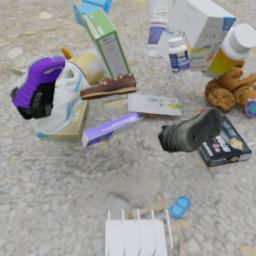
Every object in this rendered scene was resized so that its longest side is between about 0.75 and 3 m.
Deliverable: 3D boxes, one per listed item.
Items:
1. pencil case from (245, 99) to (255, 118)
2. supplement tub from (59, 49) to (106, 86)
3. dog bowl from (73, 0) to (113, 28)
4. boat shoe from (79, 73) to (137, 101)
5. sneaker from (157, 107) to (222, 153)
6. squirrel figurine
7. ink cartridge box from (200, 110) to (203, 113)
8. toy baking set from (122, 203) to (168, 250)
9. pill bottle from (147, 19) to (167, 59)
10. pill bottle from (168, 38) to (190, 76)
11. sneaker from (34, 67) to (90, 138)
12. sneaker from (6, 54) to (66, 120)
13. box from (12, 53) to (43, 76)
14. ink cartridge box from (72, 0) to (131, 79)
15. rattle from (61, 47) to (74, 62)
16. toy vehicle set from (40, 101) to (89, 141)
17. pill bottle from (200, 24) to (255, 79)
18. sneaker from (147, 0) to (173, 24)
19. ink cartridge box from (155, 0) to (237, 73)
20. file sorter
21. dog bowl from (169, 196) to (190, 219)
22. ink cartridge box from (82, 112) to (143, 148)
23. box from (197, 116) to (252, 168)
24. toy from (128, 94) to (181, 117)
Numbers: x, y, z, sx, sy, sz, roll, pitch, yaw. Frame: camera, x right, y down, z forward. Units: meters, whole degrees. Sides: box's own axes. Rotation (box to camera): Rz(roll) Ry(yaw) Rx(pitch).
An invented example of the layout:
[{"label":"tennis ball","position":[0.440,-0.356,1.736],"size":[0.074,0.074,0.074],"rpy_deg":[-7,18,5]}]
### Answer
[{"label":"pencil case","position":[2.898,-0.444,6.055],"size":[0.885,0.377,0.409],"rpy_deg":[-12,61,-39]},{"label":"supplement tub","position":[-2.020,-2.708,13.151],"size":[1.525,1.525,2.097],"rpy_deg":[24,48,24]},{"label":"dog bowl","position":[-1.447,-4.892,11.558],"size":[1.300,0.578,2.333],"rpy_deg":[16,48,0]},{"label":"boat shoe","position":[-0.643,-1.285,8.773],"size":[1.821,0.641,0.640],"rpy_deg":[-11,86,-11]},{"label":"sneaker","position":[1.757,0.066,8.098],"size":[1.392,0.929,2.429],"rpy_deg":[-9,14,46]},{"label":"squirrel figurine","position":[4.551,-1.376,11.936],"size":[2.419,1.712,2.258],"rpy_deg":[-21,55,-2]},{"label":"ink cartridge box","position":[3.370,-0.549,11.781],"size":[0.672,0.236,0.827],"rpy_deg":[9,47,10]},{"label":"toy baking set","position":[0.439,2.926,7.973],"size":[1.419,0.215,1.849],"rpy_deg":[11,49,4]},{"label":"pill bottle","position":[1.137,-3.293,10.489],"size":[0.780,1.348,0.780],"rpy_deg":[9,7,-1]},{"label":"pill bottle","position":[1.443,-2.046,8.012],"size":[0.542,0.976,0.542],"rpy_deg":[-14,25,7]},{"label":"sneaker","position":[-2.321,-0.860,9.306],"size":[1.113,1.175,2.909],"rpy_deg":[-8,40,32]},{"label":"sneaker","position":[-2.273,-0.939,7.436],"size":[0.902,2.594,1.290],"rpy_deg":[-18,84,-45]},{"label":"box","position":[-4.985,-3.305,14.700],"size":[1.031,0.325,1.873],"rpy_deg":[21,46,22]},{"label":"ink cartridge box","position":[-0.857,-3.162,9.899],"size":[0.857,2.888,1.500],"rpy_deg":[-27,55,0]},{"label":"rattle","position":[-2.392,-3.816,14.525],"size":[2.022,1.445,1.317],"rpy_deg":[-24,29,-16]},{"label":"toy vehicle set","position":[-2.567,-0.427,11.544],"size":[1.488,0.317,2.394],"rpy_deg":[3,42,3]},{"label":"pill bottle","position":[3.755,-2.911,10.739],"size":[1.298,2.376,1.298],"rpy_deg":[4,76,-15]},{"label":"sneaker","position":[1.351,-4.229,11.392],"size":[1.067,2.792,1.124],"rpy_deg":[-4,40,5]},{"label":"ink cartridge box","position":[2.213,-3.110,9.454],"size":[1.499,2.036,1.473],"rpy_deg":[-13,52,-36]},{"label":"file sorter","position":[0.229,2.784,7.269],"size":[1.634,1.017,1.134],"rpy_deg":[1,49,-4]},{"label":"dog bowl","position":[1.562,2.431,8.507],"size":[0.437,0.194,0.784],"rpy_deg":[29,49,28]},{"label":"ink cartridge box","position":[-0.527,0.041,8.324],"size":[1.667,1.682,0.365],"rpy_deg":[-22,85,-17]},{"label":"box","position":[3.321,0.450,10.463],"size":[1.637,0.474,2.060],"rpy_deg":[-8,43,-9]},{"label":"toy","position":[1.071,-0.844,11.874],"size":[2.162,0.510,1.245],"rpy_deg":[2,39,-2]}]
